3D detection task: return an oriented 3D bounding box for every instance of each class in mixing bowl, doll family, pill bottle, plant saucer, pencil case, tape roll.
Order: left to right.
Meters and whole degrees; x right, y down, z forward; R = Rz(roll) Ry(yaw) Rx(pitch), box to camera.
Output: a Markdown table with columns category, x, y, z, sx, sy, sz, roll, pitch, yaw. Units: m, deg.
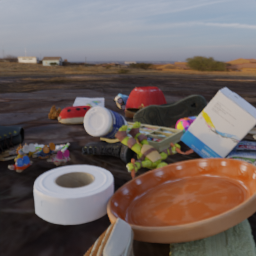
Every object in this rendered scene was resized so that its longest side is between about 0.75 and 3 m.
| category | x | y | z | sx | sy | sz | roll | pitch | yaw |
| --- | --- | --- | --- | --- | --- | --- | --- | --- | --- |
| doll family | -2.230 | 0.647 | 7.021 | 1.520 | 0.685 | 0.944 | -7 | -16 | -30 |
| tape roll | -1.034 | 1.237 | 5.441 | 1.516 | 0.530 | 1.516 | 1 | 15 | 0 |
| pill bottle | -0.558 | -0.086 | 8.090 | 0.824 | 0.824 | 1.484 | 6 | -4 | 23 |
| mixing bowl | 0.981 | -1.469 | 14.657 | 2.362 | 1.279 | 2.362 | 1 | 14 | 0 |
| plant saucer | 0.944 | 1.170 | 4.802 | 2.618 | 0.423 | 2.618 | -15 | 9 | 2 |
| pencil case | 2.597 | -0.045 | 10.046 | 1.861 | 0.822 | 0.822 | -9 | 17 | -31 |

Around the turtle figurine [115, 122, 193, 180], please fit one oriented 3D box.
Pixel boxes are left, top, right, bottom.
| category | x | y | z | sx | sy | sz | roll | pitch | yaw |
| --- | --- | --- | --- | --- | --- | --- | --- | --- | --- |
| turtle figurine | 0.548 | 0.595 | 7.085 | 2.067 | 0.666 | 1.667 | -22 | 58 | -34 |

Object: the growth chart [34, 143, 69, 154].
| category | x | y | z | sx | sy | sz | roll | pitch | yaw |
| --- | --- | --- | --- | --- | --- | --- | --- | --- | --- |
| growth chart | -2.456 | 0.646 | 8.643 | 1.171 | 0.104 | 0.847 | 0 | 15 | -4 |

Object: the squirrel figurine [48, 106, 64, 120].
| category | x | y | z | sx | sy | sz | roll | pitch | yaw |
| --- | --- | --- | --- | --- | --- | --- | --- | --- | --- |
| squirrel figurine | -3.270 | -0.609 | 13.044 | 0.740 | 0.561 | 0.793 | 14 | 31 | 11 |

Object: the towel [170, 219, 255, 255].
| category | x | y | z | sx | sy | sz | roll | pitch | yaw |
| --- | --- | --- | --- | --- | --- | --- | --- | --- | --- |
| towel | 1.242 | 1.670 | 4.164 | 1.271 | 0.313 | 1.713 | 2 | 14 | 13 |

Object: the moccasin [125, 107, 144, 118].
| category | x | y | z | sx | sy | sz | roll | pitch | yaw |
| --- | --- | --- | --- | --- | --- | --- | --- | --- | --- |
| moccasin | 0.554 | -0.772 | 13.099 | 1.396 | 0.539 | 0.511 | 4 | 47 | 1 |

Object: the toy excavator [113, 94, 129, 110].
| category | x | y | z | sx | sy | sz | roll | pitch | yaw |
| --- | --- | --- | --- | --- | --- | --- | --- | --- | --- |
| toy excavator | 0.007 | -1.454 | 15.641 | 1.307 | 1.271 | 0.653 | -35 | 26 | -16 |

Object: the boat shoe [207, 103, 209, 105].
| category | x | y | z | sx | sy | sz | roll | pitch | yaw |
| --- | --- | --- | --- | --- | --- | --- | --- | --- | --- |
| boat shoe | 3.617 | -0.447 | 11.580 | 2.304 | 0.827 | 0.872 | 14 | 45 | 37 |

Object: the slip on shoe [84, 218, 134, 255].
| category | x | y | z | sx | sy | sz | roll | pitch | yaw |
| --- | --- | --- | --- | --- | --- | --- | --- | --- | --- |
| slip on shoe | -0.224 | 1.833 | 2.666 | 0.812 | 1.019 | 2.681 | 41 | 7 | -1 |

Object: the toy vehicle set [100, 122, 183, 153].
| category | x | y | z | sx | sy | sz | roll | pitch | yaw |
| --- | --- | --- | --- | --- | --- | --- | --- | --- | --- |
| toy vehicle set | 0.425 | 0.262 | 9.455 | 2.397 | 0.318 | 1.490 | 9 | 20 | 37 |

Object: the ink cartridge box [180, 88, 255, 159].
| category | x | y | z | sx | sy | sz | roll | pitch | yaw |
| --- | --- | --- | --- | --- | --- | --- | --- | --- | --- |
| ink cartridge box | 2.488 | -0.060 | 7.529 | 1.201 | 1.660 | 1.222 | 41 | 26 | 13 |

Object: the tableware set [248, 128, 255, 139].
| category | x | y | z | sx | sy | sz | roll | pitch | yaw |
| --- | --- | --- | --- | --- | --- | --- | --- | --- | --- |
| tableware set | 5.364 | 0.286 | 9.658 | 2.252 | 0.313 | 2.696 | 3 | 15 | 11 |

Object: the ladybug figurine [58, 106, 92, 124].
| category | x | y | z | sx | sy | sz | roll | pitch | yaw |
| --- | --- | --- | --- | --- | --- | --- | --- | --- | --- |
| ladybug figurine | -2.228 | -0.601 | 12.420 | 1.875 | 0.674 | 1.272 | -13 | 19 | -41 |

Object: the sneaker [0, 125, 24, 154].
| category | x | y | z | sx | sy | sz | roll | pitch | yaw |
| --- | --- | --- | --- | --- | --- | --- | --- | --- | --- |
| sneaker | -3.566 | 0.441 | 7.533 | 1.134 | 0.798 | 2.134 | 0 | 28 | -5 |

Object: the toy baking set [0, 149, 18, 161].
| category | x | y | z | sx | sy | sz | roll | pitch | yaw |
| --- | --- | --- | --- | --- | --- | --- | --- | --- | --- |
| toy baking set | -3.623 | 0.751 | 8.136 | 1.299 | 0.151 | 0.997 | 4 | 15 | 15 |

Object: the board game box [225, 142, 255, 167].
| category | x | y | z | sx | sy | sz | roll | pitch | yaw |
| --- | --- | --- | --- | --- | --- | --- | --- | --- | --- |
| board game box | 3.466 | 0.793 | 7.070 | 1.911 | 0.589 | 1.910 | 7 | 15 | 26 |

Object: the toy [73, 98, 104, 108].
| category | x | y | z | sx | sy | sz | roll | pitch | yaw |
| --- | --- | --- | --- | --- | --- | --- | --- | --- | --- |
| toy | -2.007 | -1.064 | 14.421 | 1.509 | 0.619 | 2.621 | 1 | 14 | -5 |

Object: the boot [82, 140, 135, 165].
| category | x | y | z | sx | sy | sz | roll | pitch | yaw |
| --- | --- | --- | --- | --- | --- | --- | --- | --- | --- |
| boot | -0.572 | 0.665 | 7.845 | 1.479 | 0.588 | 1.699 | -2 | 7 | 5 |

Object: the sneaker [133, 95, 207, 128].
| category | x | y | z | sx | sy | sz | roll | pitch | yaw |
| --- | --- | --- | --- | --- | --- | --- | --- | --- | --- |
| sneaker | 1.680 | -0.507 | 11.159 | 2.833 | 1.083 | 1.623 | -18 | -8 | 12 |
